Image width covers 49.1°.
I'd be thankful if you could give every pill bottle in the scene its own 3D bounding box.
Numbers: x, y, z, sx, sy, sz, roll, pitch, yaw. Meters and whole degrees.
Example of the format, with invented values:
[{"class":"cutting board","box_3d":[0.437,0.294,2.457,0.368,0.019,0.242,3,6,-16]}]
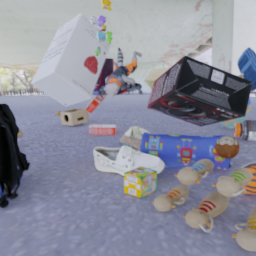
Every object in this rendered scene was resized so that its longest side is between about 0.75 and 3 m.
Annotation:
[{"class":"pill bottle","box_3d":[5.903,0.119,13.030,1.817,0.965,0.965,3,11,13]}]

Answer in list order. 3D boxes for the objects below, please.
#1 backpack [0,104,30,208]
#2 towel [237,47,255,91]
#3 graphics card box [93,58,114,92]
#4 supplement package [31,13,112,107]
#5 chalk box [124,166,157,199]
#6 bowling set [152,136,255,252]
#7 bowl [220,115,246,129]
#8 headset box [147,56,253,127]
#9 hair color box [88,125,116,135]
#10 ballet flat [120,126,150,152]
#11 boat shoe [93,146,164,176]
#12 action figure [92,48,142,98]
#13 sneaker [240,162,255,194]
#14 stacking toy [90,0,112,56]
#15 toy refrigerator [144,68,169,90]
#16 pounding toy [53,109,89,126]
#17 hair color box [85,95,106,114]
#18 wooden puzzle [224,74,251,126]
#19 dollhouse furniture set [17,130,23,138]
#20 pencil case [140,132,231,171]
[{"class":"backpack","box_3d":[-3.562,0.547,7.023,1.840,2.276,2.389,-2,12,-13]},{"class":"towel","box_3d":[4.835,-2.318,11.119,0.402,1.656,0.925,4,-36,-17]},{"class":"graphics card box","box_3d":[-1.762,-2.233,11.888,2.301,1.443,0.585,1,-8,-6]},{"class":"supplement package","box_3d":[-1.700,-2.045,8.701,1.372,2.291,1.389,-10,-35,44]},{"class":"chalk box","box_3d":[0.387,1.371,7.290,0.569,0.566,0.915,9,14,38]},{"class":"bowling set","box_3d":[1.638,1.113,5.696,2.569,1.788,1.379,4,12,40]},{"class":"bowl","box_3d":[6.051,-0.577,16.076,1.675,0.876,1.675,-34,1,1]},{"class":"headset box","box_3d":[1.961,-0.932,8.638,2.115,1.067,2.845,18,-10,-11]},{"class":"hair color box","box_3d":[-1.337,0.101,14.631,1.377,0.440,0.764,2,11,0]},{"class":"ballet flat","box_3d":[0.428,0.413,11.618,0.908,0.897,2.668,-6,12,-28]},{"class":"boat shoe","box_3d":[-0.079,0.941,8.453,2.323,0.805,0.823,1,32,25]},{"class":"action figure","box_3d":[-0.372,-1.363,7.407,1.521,0.796,1.472,-8,44,26]},{"class":"sneaker","box_3d":[3.682,1.350,6.697,2.142,0.831,1.200,-1,9,-6]},{"class":"stacking toy","box_3d":[-0.719,-2.618,7.394,0.285,1.215,0.916,3,-11,-26]},{"class":"toy refrigerator","box_3d":[1.696,-1.891,11.357,0.831,0.766,2.189,46,-19,-32]},{"class":"pounding toy","box_3d":[-3.723,-0.591,17.211,1.985,0.908,1.744,5,18,44]},{"class":"hair color box","box_3d":[-1.032,-0.894,9.197,0.269,0.841,0.466,37,40,-11]},{"class":"wooden puzzle","box_3d":[3.884,-1.014,10.111,1.439,1.554,0.360,-27,19,-22]},{"class":"dollhouse furniture set","box_3d":[-4.911,0.716,11.413,1.351,0.751,1.195,4,35,-50]},{"class":"pencil case","box_3d":[1.857,0.742,9.098,2.934,1.145,1.274,2,10,10]}]
